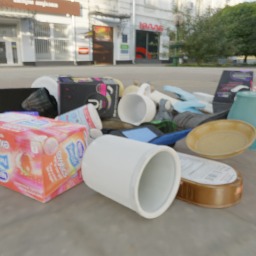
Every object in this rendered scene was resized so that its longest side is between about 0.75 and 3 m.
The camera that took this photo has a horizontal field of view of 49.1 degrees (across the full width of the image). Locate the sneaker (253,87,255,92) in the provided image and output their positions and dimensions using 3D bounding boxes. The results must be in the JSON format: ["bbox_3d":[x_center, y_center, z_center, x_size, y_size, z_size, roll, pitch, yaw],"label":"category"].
[{"bbox_3d":[5.420,-1.397,12.353,2.883,1.507,1.085,-1,52,-11],"label":"sneaker"}]

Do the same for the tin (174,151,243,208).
[{"bbox_3d":[1.160,0.986,6.106,2.557,0.535,1.432,11,15,36],"label":"tin"}]

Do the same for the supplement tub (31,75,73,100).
[{"bbox_3d":[-3.207,-1.664,13.257,1.656,1.656,2.703,4,12,14],"label":"supplement tub"}]

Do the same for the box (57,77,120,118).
[{"bbox_3d":[-1.400,-1.062,9.674,1.991,1.217,1.056,-1,21,-16],"label":"box"}]

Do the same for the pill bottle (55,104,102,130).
[{"bbox_3d":[-1.666,-0.059,8.467,1.582,0.860,0.860,-22,16,2],"label":"pill bottle"}]

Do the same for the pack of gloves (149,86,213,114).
[{"bbox_3d":[2.605,-1.250,12.121,2.958,0.584,2.485,28,31,19],"label":"pack of gloves"}]

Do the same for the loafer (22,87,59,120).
[{"bbox_3d":[-3.109,-0.742,10.400,0.937,0.943,2.591,-23,-14,-4],"label":"loafer"}]

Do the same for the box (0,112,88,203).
[{"bbox_3d":[-2.315,0.492,6.326,2.682,1.270,1.376,10,18,31],"label":"box"}]

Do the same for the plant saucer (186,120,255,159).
[{"bbox_3d":[2.193,0.299,6.652,1.598,0.283,1.598,-15,25,7],"label":"plant saucer"}]

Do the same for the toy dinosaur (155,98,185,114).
[{"bbox_3d":[1.916,-1.097,12.842,2.306,0.888,1.179,19,11,40],"label":"toy dinosaur"}]

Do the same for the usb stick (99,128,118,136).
[{"bbox_3d":[-0.962,0.224,8.937,2.574,0.420,0.714,7,24,24],"label":"usb stick"}]

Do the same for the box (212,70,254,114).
[{"bbox_3d":[4.306,-1.286,11.435,1.277,1.108,2.090,8,50,28],"label":"box"}]

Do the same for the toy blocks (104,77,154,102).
[{"bbox_3d":[0.021,-1.522,13.084,2.242,0.977,2.689,22,8,17],"label":"toy blocks"}]

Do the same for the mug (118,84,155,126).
[{"bbox_3d":[0.492,-0.885,10.691,1.199,1.623,1.423,19,9,23],"label":"mug"}]

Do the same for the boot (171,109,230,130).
[{"bbox_3d":[2.774,-0.342,10.037,2.386,0.833,1.571,-11,21,-35],"label":"boot"}]

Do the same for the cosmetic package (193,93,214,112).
[{"bbox_3d":[3.671,-1.281,13.729,0.538,0.748,1.326,-2,17,-16],"label":"cosmetic package"}]

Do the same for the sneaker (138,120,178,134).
[{"bbox_3d":[1.036,-0.038,9.619,1.377,0.537,0.587,5,7,2],"label":"sneaker"}]

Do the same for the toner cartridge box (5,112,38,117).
[{"bbox_3d":[-3.497,-0.374,9.255,1.013,0.219,0.481,-1,-9,-15],"label":"toner cartridge box"}]

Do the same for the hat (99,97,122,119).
[{"bbox_3d":[-1.060,-0.586,11.134,2.001,0.807,2.001,-6,30,3],"label":"hat"}]

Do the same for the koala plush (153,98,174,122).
[{"bbox_3d":[1.447,-0.641,10.883,0.937,1.020,0.905,-4,17,-14],"label":"koala plush"}]

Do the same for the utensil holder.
[{"bbox_3d":[0.022,0.813,5.265,1.480,1.258,1.258,13,20,42],"label":"utensil holder"}]

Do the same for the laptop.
[{"bbox_3d":[-4.637,-1.026,11.380,2.445,1.514,2.612,-4,16,-15],"label":"laptop"}]

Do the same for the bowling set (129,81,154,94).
[{"bbox_3d":[0.479,-2.070,15.971,1.365,1.053,1.961,-11,19,-36],"label":"bowling set"}]

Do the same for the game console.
[{"bbox_3d":[0.700,0.104,7.725,1.852,1.096,1.581,-9,40,-43],"label":"game console"}]

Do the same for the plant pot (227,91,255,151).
[{"bbox_3d":[3.876,-0.301,8.674,1.661,1.561,1.661,0,16,0],"label":"plant pot"}]

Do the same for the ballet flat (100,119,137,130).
[{"bbox_3d":[-0.930,-0.048,9.845,2.475,0.574,0.834,7,-7,5],"label":"ballet flat"}]

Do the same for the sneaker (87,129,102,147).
[{"bbox_3d":[-1.691,0.339,7.938,1.866,0.701,1.073,-18,26,-40],"label":"sneaker"}]
